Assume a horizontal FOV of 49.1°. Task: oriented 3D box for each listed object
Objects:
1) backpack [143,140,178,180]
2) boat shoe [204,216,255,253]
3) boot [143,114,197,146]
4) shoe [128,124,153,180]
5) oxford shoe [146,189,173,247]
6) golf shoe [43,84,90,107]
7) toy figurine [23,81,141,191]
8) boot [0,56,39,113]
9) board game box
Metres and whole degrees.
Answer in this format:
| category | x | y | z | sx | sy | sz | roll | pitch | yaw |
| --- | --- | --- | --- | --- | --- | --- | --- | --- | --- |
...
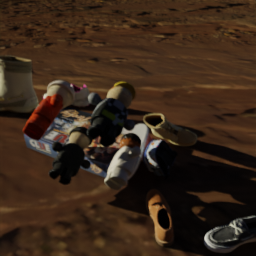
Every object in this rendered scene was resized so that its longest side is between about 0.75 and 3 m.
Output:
| category | x | y | z | sx | sy | sz | roll | pitch | yaw |
| --- | --- | --- | --- | --- | --- | --- | --- | --- | --- |
| backpack | 0.752 | 0.697 | 6.872 | 0.654 | 0.808 | 0.849 | -3 | 41 | 32 |
| boat shoe | 2.099 | 1.959 | 5.312 | 1.370 | 0.464 | 0.491 | -7 | 33 | -10 |
| boot | 1.158 | 0.044 | 7.691 | 1.371 | 1.066 | 0.499 | 20 | 78 | 27 |
| shoe | 0.216 | 0.729 | 7.173 | 0.565 | 0.720 | 1.582 | 9 | 62 | 29 |
| oxford shoe | 0.671 | 1.689 | 5.737 | 0.485 | 0.484 | 1.359 | -6 | 32 | -7 |
| golf shoe | -2.174 | -1.207 | 9.942 | 1.756 | 0.804 | 0.661 | 2 | 34 | 6 |
| toy figurine | -0.791 | 0.110 | 5.929 | 2.156 | 2.190 | 1.523 | 1 | 42 | 20 |
| boot | -4.214 | -1.480 | 9.331 | 2.370 | 1.833 | 0.854 | 4 | 27 | 7 |
| board game box | -1.232 | 0.286 | 7.894 | 2.736 | 0.473 | 1.854 | 16 | 36 | 24 |
